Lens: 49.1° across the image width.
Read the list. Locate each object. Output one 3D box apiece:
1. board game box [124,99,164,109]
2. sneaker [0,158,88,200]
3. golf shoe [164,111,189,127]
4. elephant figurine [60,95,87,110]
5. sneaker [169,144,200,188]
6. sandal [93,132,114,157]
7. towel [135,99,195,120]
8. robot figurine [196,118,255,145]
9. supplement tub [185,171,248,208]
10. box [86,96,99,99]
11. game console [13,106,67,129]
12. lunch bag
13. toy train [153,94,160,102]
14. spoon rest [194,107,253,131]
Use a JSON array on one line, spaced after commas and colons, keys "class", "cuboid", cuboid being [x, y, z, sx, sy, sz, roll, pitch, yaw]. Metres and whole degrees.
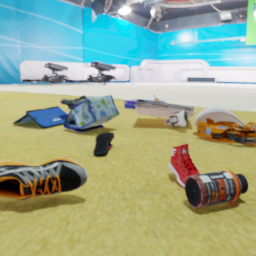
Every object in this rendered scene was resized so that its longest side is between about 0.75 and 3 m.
[{"class": "board game box", "cuboid": [1.023, -1.468, 17.600, 2.118, 0.474, 1.424, 8, 14, 33]}, {"class": "sneaker", "cuboid": [-1.632, 0.997, 5.079, 1.792, 0.701, 0.692, -4, 19, -3]}, {"class": "golf shoe", "cuboid": [2.007, -0.287, 11.467, 0.711, 0.623, 1.613, -7, -6, -7]}, {"class": "elephant figurine", "cuboid": [-2.268, -0.893, 13.255, 1.405, 1.281, 1.811, -15, 6, -2]}, {"class": "sneaker", "cuboid": [1.218, 0.775, 5.948, 0.482, 0.711, 1.230, -14, 26, -20]}, {"class": "sandal", "cuboid": [-0.754, 0.549, 8.548, 0.565, 0.339, 1.504, -4, 26, 9]}, {"class": "towel", "cuboid": [1.627, -0.789, 12.710, 2.567, 0.414, 2.452, 8, -5, 6]}, {"class": "robot figurine", "cuboid": [3.574, 0.108, 9.687, 2.160, 0.629, 1.566, 8, 15, 33]}, {"class": "supplement tub", "cuboid": [1.634, 1.091, 5.123, 1.099, 0.588, 0.588, -5, 13, -20]}, {"class": "box", "cuboid": [-2.080, -1.765, 18.656, 1.607, 0.625, 0.763, 4, 12, 17]}, {"class": "game console", "cuboid": [-3.798, -0.273, 12.628, 1.658, 1.150, 1.943, 39, 27, 18]}, {"class": "lunch bag", "cuboid": [-1.544, -0.476, 11.314, 1.814, 1.156, 1.542, -23, -4, 37]}, {"class": "toy train", "cuboid": [1.608, -1.284, 14.262, 0.285, 0.771, 1.026, -21, 56, -5]}, {"class": "spoon rest", "cuboid": [3.952, -0.266, 10.635, 2.902, 0.880, 1.442, -1, -27, -6]}]
